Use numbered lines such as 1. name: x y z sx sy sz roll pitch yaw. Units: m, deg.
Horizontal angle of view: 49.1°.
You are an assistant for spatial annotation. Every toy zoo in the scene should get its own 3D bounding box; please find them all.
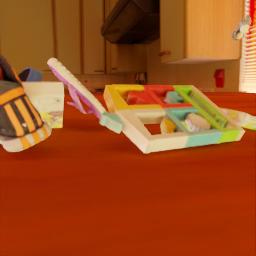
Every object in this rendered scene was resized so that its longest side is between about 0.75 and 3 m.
1. toy zoo: 0.781 -0.312 5.965 2.977 0.305 1.953 -4 39 -29

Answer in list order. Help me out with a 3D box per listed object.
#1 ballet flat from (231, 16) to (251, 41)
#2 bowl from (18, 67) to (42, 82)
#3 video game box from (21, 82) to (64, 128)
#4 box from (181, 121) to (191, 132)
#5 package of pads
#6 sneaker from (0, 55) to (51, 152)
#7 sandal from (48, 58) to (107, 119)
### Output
1. ballet flat: 3.430 -2.942 8.429 0.351 0.351 0.976 -1 -13 -5
2. bowl: -3.580 -1.088 9.029 0.403 2.055 2.055 39 -15 -33
3. video game box: -2.659 -0.520 7.204 1.939 0.454 1.767 -2 -28 -17
4. box: 1.865 -0.035 7.404 0.895 0.213 0.545 -4 17 -41
5. package of pads: 3.056 -0.261 7.843 0.809 0.357 1.047 15 4 -32
6. sneaker: -2.567 -0.545 5.481 2.881 1.614 1.118 2 29 47
7. sandal: -1.465 -0.904 7.916 2.602 0.640 1.059 46 -6 17
